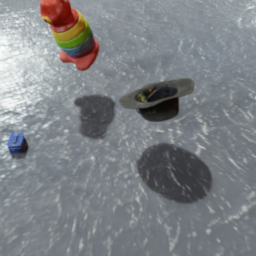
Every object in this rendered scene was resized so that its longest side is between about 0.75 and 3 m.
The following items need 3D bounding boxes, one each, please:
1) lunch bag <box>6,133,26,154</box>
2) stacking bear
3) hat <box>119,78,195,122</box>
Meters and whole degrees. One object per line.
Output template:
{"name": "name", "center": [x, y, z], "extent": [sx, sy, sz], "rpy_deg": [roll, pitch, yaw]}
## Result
{"name": "lunch bag", "center": [-4.104, 0.557, 10.263], "extent": [0.550, 0.536, 0.810], "rpy_deg": [-4, 43, -4]}
{"name": "stacking bear", "center": [-2.294, -3.777, 10.578], "extent": [1.716, 2.826, 1.607], "rpy_deg": [29, 75, 29]}
{"name": "hat", "center": [0.977, -0.754, 8.969], "extent": [2.451, 0.989, 2.451], "rpy_deg": [-15, 21, 6]}
